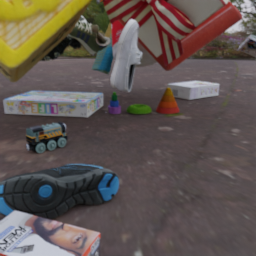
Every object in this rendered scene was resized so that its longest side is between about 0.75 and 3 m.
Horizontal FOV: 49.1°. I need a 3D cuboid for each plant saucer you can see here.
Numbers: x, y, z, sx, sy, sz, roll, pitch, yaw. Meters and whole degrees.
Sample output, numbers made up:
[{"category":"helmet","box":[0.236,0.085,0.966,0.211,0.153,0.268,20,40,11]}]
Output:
[{"category":"plant saucer","box":[1.211,-3.116,7.278,2.563,2.559,0.470,-36,-19,-7]}]

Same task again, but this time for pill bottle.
[{"category":"pill bottle","box":[0.252,-3.519,8.761,1.625,2.895,1.625,-3,-8,0]}]

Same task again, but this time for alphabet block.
[{"category":"alphabet block","box":[-2.737,-2.862,6.587,2.545,2.531,2.592,-50,17,-12]}]

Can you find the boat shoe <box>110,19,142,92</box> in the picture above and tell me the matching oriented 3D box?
[{"category":"boat shoe","box":[0.025,-1.126,4.556,0.398,1.161,0.418,25,24,15]}]

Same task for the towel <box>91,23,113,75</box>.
[{"category":"towel","box":[-0.606,-3.514,10.999,0.310,2.858,2.096,20,8,-23]}]

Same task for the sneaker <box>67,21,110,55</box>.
[{"category":"sneaker","box":[-1.371,-3.190,9.140,0.898,0.671,2.001,-13,-26,29]}]

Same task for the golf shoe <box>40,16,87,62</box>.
[{"category":"golf shoe","box":[-2.633,-3.279,10.261,2.574,0.994,1.134,-18,60,3]}]

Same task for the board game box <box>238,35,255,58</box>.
[{"category":"board game box","box":[3.585,-2.154,7.658,0.906,0.157,0.572,24,-18,-3]}]

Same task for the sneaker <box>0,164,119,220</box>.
[{"category":"sneaker","box":[-0.951,0.808,3.724,1.620,0.593,0.664,1,9,-33]}]

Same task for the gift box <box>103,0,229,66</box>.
[{"category":"gift box","box":[0.783,-2.635,5.427,2.169,2.002,2.026,-37,14,51]}]

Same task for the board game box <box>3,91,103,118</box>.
[{"category":"board game box","box":[-2.390,-0.840,9.377,2.735,0.468,1.839,3,16,10]}]

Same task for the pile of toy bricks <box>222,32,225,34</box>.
[{"category":"pile of toy bricks","box":[2.758,-3.668,8.780,0.747,1.346,0.664,-40,18,37]}]

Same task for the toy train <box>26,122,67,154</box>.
[{"category":"toy train","box":[-1.666,0.184,5.782,0.924,0.527,0.394,-16,24,-42]}]

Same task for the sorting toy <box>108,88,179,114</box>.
[{"category":"sorting toy","box":[0.511,-0.889,8.988,2.322,0.800,0.805,-1,17,-6]}]

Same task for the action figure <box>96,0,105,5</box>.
[{"category":"action figure","box":[-0.560,-5.200,10.916,1.553,0.812,1.502,1,52,-9]}]

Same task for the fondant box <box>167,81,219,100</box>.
[{"category":"fondant box","box":[2.768,-1.626,11.951,1.837,0.535,1.325,-13,21,-34]}]

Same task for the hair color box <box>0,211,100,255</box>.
[{"category":"hair color box","box":[-0.870,1.188,2.705,1.068,0.341,0.592,7,17,19]}]
